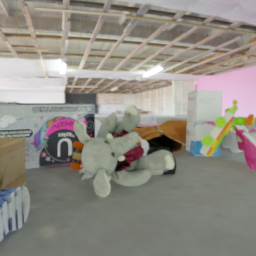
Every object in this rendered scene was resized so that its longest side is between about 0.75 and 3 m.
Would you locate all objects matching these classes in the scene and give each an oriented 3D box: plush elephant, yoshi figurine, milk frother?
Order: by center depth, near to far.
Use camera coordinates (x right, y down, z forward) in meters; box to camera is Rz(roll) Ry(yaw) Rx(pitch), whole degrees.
[{"bbox_3d":[-0.263,0.449,5.255,1.908,1.571,1.477,-28,-11,1],"label":"plush elephant"},{"bbox_3d":[0.657,0.770,6.540,0.706,0.678,0.751,0,-7,-13],"label":"milk frother"},{"bbox_3d":[5.323,-0.208,15.101,2.740,1.540,1.534,-1,-12,26],"label":"yoshi figurine"}]

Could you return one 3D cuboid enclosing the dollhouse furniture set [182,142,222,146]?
[{"bbox_3d":[2.672,0.190,11.573,2.473,1.006,1.331,3,5,31],"label":"dollhouse furniture set"}]

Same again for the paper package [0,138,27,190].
[{"bbox_3d":[-2.931,0.720,4.876,1.872,0.969,1.785,0,4,-4],"label":"paper package"}]

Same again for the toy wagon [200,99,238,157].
[{"bbox_3d":[2.573,0.019,7.726,0.343,1.732,1.344,36,8,23],"label":"toy wagon"}]

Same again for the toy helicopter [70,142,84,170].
[{"bbox_3d":[-0.508,0.765,6.852,1.701,0.671,1.125,12,-9,-32],"label":"toy helicopter"}]

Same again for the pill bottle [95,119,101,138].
[{"bbox_3d":[-2.044,0.018,12.774,1.186,1.186,2.131,-3,6,-35],"label":"pill bottle"}]

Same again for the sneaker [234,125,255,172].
[{"bbox_3d":[3.442,0.367,7.206,0.995,0.918,2.256,-12,17,14],"label":"sneaker"}]

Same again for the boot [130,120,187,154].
[{"bbox_3d":[1.446,0.299,9.769,2.838,1.088,2.204,2,6,-15],"label":"boot"}]

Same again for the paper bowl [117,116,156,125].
[{"bbox_3d":[0.386,-0.062,14.361,2.087,1.085,2.087,0,4,0],"label":"paper bowl"}]

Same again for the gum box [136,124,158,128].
[{"bbox_3d":[0.300,0.238,12.370,2.377,0.786,1.349,2,5,29],"label":"gum box"}]

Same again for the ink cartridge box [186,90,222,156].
[{"bbox_3d":[2.521,-0.193,9.443,0.882,2.084,1.506,0,4,1],"label":"ink cartridge box"}]

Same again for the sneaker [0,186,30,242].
[{"bbox_3d":[-1.886,1.063,3.163,0.939,0.657,1.626,-3,-3,5],"label":"sneaker"}]

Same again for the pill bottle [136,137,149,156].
[{"bbox_3d":[-0.044,0.471,7.438,1.225,0.687,0.687,14,-6,-43],"label":"pill bottle"}]

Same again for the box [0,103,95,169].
[{"bbox_3d":[-2.594,0.155,7.724,2.915,1.673,1.926,-4,7,-33],"label":"box"}]

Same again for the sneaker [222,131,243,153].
[{"bbox_3d":[4.165,0.475,10.026,1.131,0.719,1.983,3,5,4],"label":"sneaker"}]
